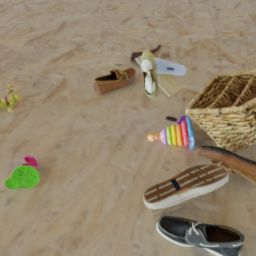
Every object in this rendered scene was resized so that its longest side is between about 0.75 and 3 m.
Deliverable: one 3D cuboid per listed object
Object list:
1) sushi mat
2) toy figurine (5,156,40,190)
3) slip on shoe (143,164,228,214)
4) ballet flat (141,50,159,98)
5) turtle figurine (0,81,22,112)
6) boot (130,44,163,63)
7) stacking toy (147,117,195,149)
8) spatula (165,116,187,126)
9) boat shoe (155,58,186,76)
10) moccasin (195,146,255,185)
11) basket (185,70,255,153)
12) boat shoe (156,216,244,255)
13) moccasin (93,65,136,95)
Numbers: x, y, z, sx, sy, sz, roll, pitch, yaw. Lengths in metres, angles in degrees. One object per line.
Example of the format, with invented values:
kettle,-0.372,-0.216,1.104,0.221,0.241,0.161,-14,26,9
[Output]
sushi mat,1.101,-1.917,9.874,1.843,0.112,0.882,49,54,6
toy figurine,-2.874,1.175,7.775,0.955,0.717,0.879,-28,27,5
slip on shoe,1.406,1.526,6.768,2.085,0.632,0.793,-23,35,-2
ballet flat,0.615,-1.586,8.310,0.500,1.413,0.500,-10,10,2
turtle figurine,-4.519,-1.038,10.363,1.299,0.519,1.610,-17,55,-6
boot,0.902,-3.550,13.332,1.424,0.619,1.712,9,44,8
stacking toy,1.313,0.237,8.768,1.453,0.843,0.797,-6,39,10
spatula,1.558,-0.246,8.916,0.143,0.394,1.393,39,18,31
boat shoe,1.283,-2.051,9.491,1.352,0.497,0.442,18,20,2
moccasin,2.720,1.020,7.558,1.920,0.741,0.702,21,9,-2
basket,3.350,-0.846,8.340,1.981,1.898,2.659,47,53,2
boat shoe,1.572,2.306,6.252,1.897,0.642,0.681,12,43,17
moccasin,-0.538,-2.068,11.406,2.042,0.788,0.747,-23,45,-25
